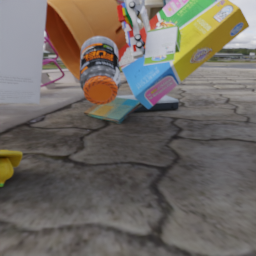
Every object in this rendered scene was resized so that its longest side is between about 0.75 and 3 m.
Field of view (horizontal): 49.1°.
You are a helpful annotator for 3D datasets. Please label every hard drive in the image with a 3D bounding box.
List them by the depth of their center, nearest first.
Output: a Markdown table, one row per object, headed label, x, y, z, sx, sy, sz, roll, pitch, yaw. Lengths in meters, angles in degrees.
| label | x | y | z | sx | sy | sz | roll | pitch | yaw |
| --- | --- | --- | --- | --- | --- | --- | --- | --- | --- |
| hard drive | 0.518 | -1.104 | 12.399 | 2.821 | 0.464 | 1.969 | -5 | 16 | -16 |

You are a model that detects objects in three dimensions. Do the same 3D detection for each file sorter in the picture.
| label | x | y | z | sx | sy | sz | roll | pitch | yaw |
| --- | --- | --- | --- | --- | --- | --- | --- | --- | --- |
| file sorter | -3.085 | -2.477 | 7.691 | 1.718 | 2.740 | 1.904 | -23 | -4 | -4 |

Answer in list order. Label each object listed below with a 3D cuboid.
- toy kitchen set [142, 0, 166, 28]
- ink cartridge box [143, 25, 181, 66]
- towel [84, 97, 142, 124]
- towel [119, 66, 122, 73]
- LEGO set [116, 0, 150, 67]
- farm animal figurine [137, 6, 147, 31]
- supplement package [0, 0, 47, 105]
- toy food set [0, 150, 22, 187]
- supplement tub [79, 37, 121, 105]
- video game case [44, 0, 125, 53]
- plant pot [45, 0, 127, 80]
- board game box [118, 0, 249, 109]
| label | x | y | z | sx | sy | sz | roll | pitch | yaw |
| --- | --- | --- | --- | --- | --- | --- | --- | --- | --- |
| toy kitchen set | 1.111 | -3.366 | 8.708 | 1.222 | 2.074 | 1.662 | 4 | 51 | -2 |
| ink cartridge box | 0.657 | -1.498 | 5.374 | 0.621 | 0.840 | 0.318 | -3 | -25 | 25 |
| towel | -0.582 | -0.739 | 10.700 | 1.983 | 0.215 | 1.454 | 13 | 42 | 42 |
| towel | -0.938 | -3.504 | 11.626 | 2.069 | 2.881 | 0.328 | -12 | 22 | 50 |
| LEGO set | -0.074 | -2.572 | 5.614 | 0.661 | 2.011 | 2.692 | -12 | 31 | 14 |
| farm animal figurine | 0.303 | -3.383 | 10.137 | 1.839 | 1.145 | 2.278 | -30 | 12 | 47 |
| supplement package | -2.632 | -1.751 | 5.449 | 1.464 | 2.415 | 1.446 | 16 | 13 | 38 |
| toy food set | -3.095 | 0.842 | 5.080 | 2.213 | 0.723 | 1.302 | -2 | -9 | -15 |
| supplement tub | -0.591 | -1.203 | 5.892 | 0.846 | 0.846 | 1.380 | -2 | 50 | -6 |
| video game case | -1.628 | -3.725 | 10.205 | 2.642 | 2.903 | 0.344 | 12 | 48 | -11 |
| plant pot | -1.206 | -2.885 | 8.429 | 1.776 | 2.537 | 2.537 | -34 | 28 | -18 |
| board game box | 1.144 | -2.204 | 7.226 | 0.600 | 2.977 | 2.278 | 35 | 22 | -40 |
